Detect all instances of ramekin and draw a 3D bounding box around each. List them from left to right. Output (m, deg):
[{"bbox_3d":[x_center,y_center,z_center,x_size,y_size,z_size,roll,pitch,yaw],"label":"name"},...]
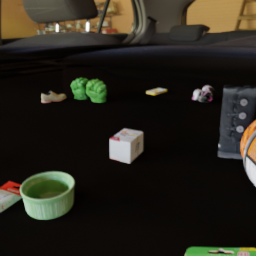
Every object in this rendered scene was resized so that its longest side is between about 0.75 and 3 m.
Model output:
[{"bbox_3d":[-1.497,1.281,5.307,0.984,0.480,0.984,0,20,0],"label":"ramekin"}]

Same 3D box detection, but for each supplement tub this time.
[{"bbox_3d":[3.164,0.802,4.817,1.732,1.732,2.827,0,20,-1],"label":"supplement tub"}]

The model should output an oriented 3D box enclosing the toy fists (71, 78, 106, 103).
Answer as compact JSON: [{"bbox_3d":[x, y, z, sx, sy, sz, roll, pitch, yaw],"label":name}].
[{"bbox_3d":[-1.802,-1.729,12.669,1.896,0.966,0.652,12,23,31],"label":"toy fists"}]

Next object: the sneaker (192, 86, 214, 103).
[{"bbox_3d":[3.518,-1.409,12.584,0.681,0.634,1.578,35,40,29],"label":"sneaker"}]

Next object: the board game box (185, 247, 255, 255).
[{"bbox_3d":[0.932,2.032,3.058,0.989,0.310,2.069,-11,12,27],"label":"board game box"}]

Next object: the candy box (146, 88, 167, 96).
[{"bbox_3d":[1.441,-1.822,14.104,0.530,0.137,1.037,22,30,39],"label":"candy box"}]

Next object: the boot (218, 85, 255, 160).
[{"bbox_3d":[3.076,-0.134,7.057,1.514,1.836,0.603,2,11,4],"label":"boot"}]

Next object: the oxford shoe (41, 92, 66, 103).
[{"bbox_3d":[-3.327,-1.420,12.601,1.177,0.435,0.417,-18,27,-40],"label":"oxford shoe"}]

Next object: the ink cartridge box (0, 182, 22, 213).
[{"bbox_3d":[-2.497,1.303,5.641,0.715,0.221,0.881,10,25,23],"label":"ink cartridge box"}]

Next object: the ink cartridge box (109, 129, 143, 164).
[{"bbox_3d":[-0.029,0.456,7.361,0.596,0.593,0.820,10,23,25],"label":"ink cartridge box"}]
